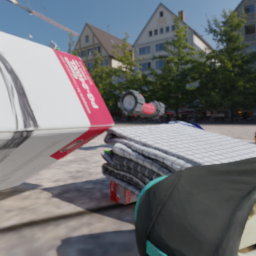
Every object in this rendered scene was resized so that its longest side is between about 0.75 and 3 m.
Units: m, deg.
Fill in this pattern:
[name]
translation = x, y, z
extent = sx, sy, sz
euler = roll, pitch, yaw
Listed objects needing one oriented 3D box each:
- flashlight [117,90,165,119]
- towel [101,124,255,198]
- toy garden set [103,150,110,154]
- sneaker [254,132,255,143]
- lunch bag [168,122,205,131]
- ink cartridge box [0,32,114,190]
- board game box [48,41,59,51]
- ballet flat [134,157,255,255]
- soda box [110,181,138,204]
[flashlight]
translation = 0.555, -0.723, 9.370
extent = 0.789, 0.792, 2.331
euler = 18, 7, 30
[towel]
translation = 0.682, 0.488, 3.249
extent = 1.443, 0.746, 1.742
euler = -4, 15, -42
[toy garden set]
translation = 0.154, 0.643, 8.383
extent = 1.383, 0.276, 1.153
euler = -2, 2, -44
[sneaker]
translation = 5.623, 0.300, 11.478
extent = 0.846, 0.857, 2.190
euler = -7, -1, 24
[lunch bag]
translation = 2.365, 0.258, 11.030
extent = 1.574, 0.974, 1.338
euler = 14, 2, -1
[ink cartridge box]
translation = -1.718, 0.010, 2.771
extent = 1.986, 1.140, 2.734
euler = -30, -10, 22
[board game box]
translation = -2.195, -1.840, 7.565
extent = 0.123, 0.953, 0.953
euler = 27, 10, -30
[ballet flat]
translation = 1.384, 0.580, 1.974
extent = 2.731, 0.928, 0.934
euler = -11, 15, -22
[soda box]
translation = 0.140, 0.784, 3.715
extent = 0.283, 0.257, 0.810
euler = 2, 2, 44
